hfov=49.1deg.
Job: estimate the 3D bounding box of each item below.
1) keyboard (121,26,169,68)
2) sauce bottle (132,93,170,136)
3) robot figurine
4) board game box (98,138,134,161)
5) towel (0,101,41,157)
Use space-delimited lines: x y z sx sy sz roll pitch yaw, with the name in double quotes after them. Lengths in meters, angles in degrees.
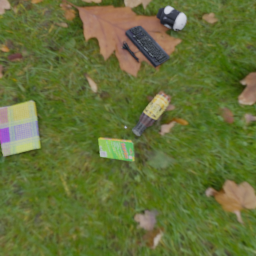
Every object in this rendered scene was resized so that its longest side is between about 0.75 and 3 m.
0.638 -3.622 12.657 1.473 0.239 2.318 -35 73 -12 "keyboard"
0.925 -0.523 11.295 0.657 0.657 1.990 34 73 12 "sauce bottle"
1.984 -5.004 12.851 1.344 0.838 1.009 30 76 11 "robot figurine"
-0.409 0.771 10.069 1.480 0.222 0.707 5 107 35 "board game box"
-4.405 -0.024 11.320 1.563 0.248 2.176 -13 71 -6 "towel"
